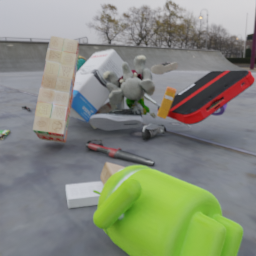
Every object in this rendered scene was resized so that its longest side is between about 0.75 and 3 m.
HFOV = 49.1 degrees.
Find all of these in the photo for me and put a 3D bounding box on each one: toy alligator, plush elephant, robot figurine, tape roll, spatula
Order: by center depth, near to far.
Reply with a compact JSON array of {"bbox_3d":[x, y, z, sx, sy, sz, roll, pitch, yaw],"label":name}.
[{"bbox_3d":[0.436,1.332,4.133,1.960,1.292,2.234,17,-1,-42],"label":"robot figurine"},{"bbox_3d":[0.076,-1.524,9.627,1.714,2.081,1.611,-18,-7,1],"label":"plush elephant"},{"bbox_3d":[3.194,-0.858,10.467,0.910,0.910,0.299,12,58,38],"label":"tape roll"},{"bbox_3d":[0.439,-0.811,11.408,0.601,0.657,2.215,-19,-31,21],"label":"toy alligator"},{"bbox_3d":[1.332,-0.895,11.593,2.711,0.218,1.885,33,5,-10],"label":"spatula"}]

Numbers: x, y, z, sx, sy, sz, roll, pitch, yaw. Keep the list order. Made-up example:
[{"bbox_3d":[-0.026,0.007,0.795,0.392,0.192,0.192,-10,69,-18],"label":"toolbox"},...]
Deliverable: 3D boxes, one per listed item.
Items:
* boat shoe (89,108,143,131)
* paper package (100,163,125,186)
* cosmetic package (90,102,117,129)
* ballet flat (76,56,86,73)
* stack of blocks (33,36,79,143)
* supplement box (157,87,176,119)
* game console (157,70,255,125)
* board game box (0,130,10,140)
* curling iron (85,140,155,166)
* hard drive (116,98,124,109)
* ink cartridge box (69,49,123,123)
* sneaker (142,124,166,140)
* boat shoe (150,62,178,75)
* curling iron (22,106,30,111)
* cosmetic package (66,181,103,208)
[{"bbox_3d":[-0.439,-0.371,10.570,1.990,0.717,0.706,1,50,-1],"label":"boat shoe"},{"bbox_3d":[-0.134,1.151,6.086,0.781,0.424,0.820,18,8,-18],"label":"paper package"},{"bbox_3d":[-1.057,-0.556,11.642,1.277,0.557,0.660,-33,20,-10],"label":"cosmetic package"},{"bbox_3d":[-2.637,-1.892,12.487,0.862,2.736,0.939,22,-3,41],"label":"ballet flat"},{"bbox_3d":[-2.232,-1.132,8.964,0.869,2.968,1.709,9,-12,-9],"label":"stack of blocks"},{"bbox_3d":[1.225,-0.793,8.937,0.337,0.978,0.326,18,16,5],"label":"supplement box"},{"bbox_3d":[2.562,-1.114,9.518,2.748,0.427,2.430,-34,18,-10],"label":"game console"},{"bbox_3d":[-4.778,0.273,10.408,0.527,0.118,1.006,-4,15,-6],"label":"board game box"},{"bbox_3d":[-0.298,0.711,8.346,2.505,0.320,0.621,11,18,37],"label":"curling iron"},{"bbox_3d":[-0.370,-0.899,11.897,0.182,1.365,0.901,-12,37,-17],"label":"hard drive"},{"bbox_3d":[-1.506,-1.723,11.348,2.774,1.161,2.012,-51,29,-13],"label":"ink cartridge box"},{"bbox_3d":[0.984,0.097,10.150,0.725,0.471,1.255,-1,17,23],"label":"sneaker"},{"bbox_3d":[1.221,-2.085,9.778,1.091,0.365,0.311,-15,20,-21],"label":"boat shoe"},{"bbox_3d":[-5.428,-0.997,15.038,0.334,0.172,1.349,-9,16,-31],"label":"curling iron"},{"bbox_3d":[-0.854,1.397,5.938,0.878,0.227,0.662,-3,17,-15],"label":"cosmetic package"}]
